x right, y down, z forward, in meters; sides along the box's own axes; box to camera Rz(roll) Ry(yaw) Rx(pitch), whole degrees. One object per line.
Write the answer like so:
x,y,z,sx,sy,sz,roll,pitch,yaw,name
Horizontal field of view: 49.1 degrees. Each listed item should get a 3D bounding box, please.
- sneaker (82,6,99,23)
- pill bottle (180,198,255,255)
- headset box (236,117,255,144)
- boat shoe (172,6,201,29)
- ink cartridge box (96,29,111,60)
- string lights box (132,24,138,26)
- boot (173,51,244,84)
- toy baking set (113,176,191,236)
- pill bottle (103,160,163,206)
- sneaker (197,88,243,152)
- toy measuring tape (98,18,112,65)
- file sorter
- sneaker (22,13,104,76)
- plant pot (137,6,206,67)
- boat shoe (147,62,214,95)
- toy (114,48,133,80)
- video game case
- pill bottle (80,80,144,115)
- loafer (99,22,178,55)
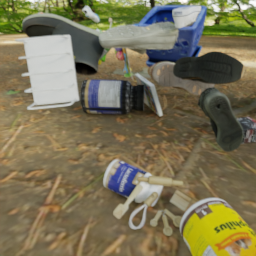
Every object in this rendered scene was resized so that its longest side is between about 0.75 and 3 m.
-1.608,-4.752,11.905,0.857,0.321,0.372,41,51,-6,sneaker
1.937,2.417,5.110,1.232,1.232,2.255,-7,26,-14,pill bottle
4.467,0.080,10.940,1.566,0.605,1.165,-5,25,-14,headset box
1.951,-3.735,9.455,0.700,0.622,1.903,12,30,31,boat shoe
-1.268,-3.545,11.535,0.427,0.748,1.441,26,28,-50,ink cartridge box
0.646,-4.926,13.978,1.045,0.308,0.537,-11,55,-6,string lights box
2.503,-1.539,7.753,1.458,0.816,2.107,8,11,-38,boot
0.610,1.792,6.722,1.814,0.211,1.393,10,57,2,toy baking set
0.138,1.487,7.519,1.456,0.842,0.842,20,30,19,pill bottle
2.252,-0.263,6.882,0.676,1.769,1.014,-27,28,13,sneaker
-1.423,-4.419,14.241,0.907,2.466,0.907,10,-2,0,toy measuring tape
-2.224,-1.557,7.774,1.329,1.915,1.192,-6,14,-1,file sorter
-2.244,-2.796,9.441,2.853,1.067,1.515,11,63,-9,sneaker
2.103,-4.065,12.921,2.549,2.292,2.550,10,44,23,plant pot
2.058,-1.977,10.747,2.908,1.101,1.044,11,14,-28,boat shoe
-0.320,-3.484,13.379,0.554,2.345,1.350,-20,37,-1,toy
0.965,-1.634,13.538,0.200,1.586,2.216,-24,29,-7,video game case
-0.674,-1.421,13.031,2.831,1.583,1.583,2,25,4,pill bottle
0.389,-2.931,9.531,2.784,0.972,0.974,-9,45,-14,loafer
